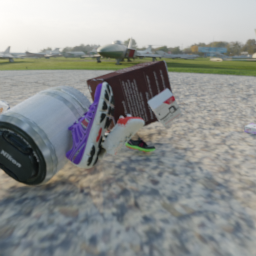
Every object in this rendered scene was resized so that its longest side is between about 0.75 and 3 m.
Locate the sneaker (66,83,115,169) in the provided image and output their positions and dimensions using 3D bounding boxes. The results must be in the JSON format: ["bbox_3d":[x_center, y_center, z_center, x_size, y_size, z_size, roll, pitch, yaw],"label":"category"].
[{"bbox_3d":[-1.107,-0.139,7.718,1.018,2.440,0.984,18,-6,16],"label":"sneaker"}]

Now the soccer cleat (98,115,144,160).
[{"bbox_3d":[-0.296,0.306,7.964,0.705,0.875,2.053,21,-34,-38],"label":"soccer cleat"}]

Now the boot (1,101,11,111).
[{"bbox_3d":[-4.228,-0.124,9.501,0.701,1.553,0.565,46,44,18],"label":"boot"}]

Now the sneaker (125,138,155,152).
[{"bbox_3d":[0.494,0.623,10.544,1.168,0.489,0.448,15,-10,-7],"label":"sneaker"}]

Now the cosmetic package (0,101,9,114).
[{"bbox_3d":[-4.531,0.291,7.914,0.668,2.640,1.090,32,-1,-1],"label":"cosmetic package"}]

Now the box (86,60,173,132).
[{"bbox_3d":[0.119,-1.385,12.374,2.928,2.405,2.429,-21,17,-18],"label":"box"}]

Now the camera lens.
[{"bbox_3d":[-2.561,0.161,8.628,2.303,2.303,2.879,8,32,24],"label":"camera lens"}]

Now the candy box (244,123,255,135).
[{"bbox_3d":[5.994,0.056,13.196,0.844,0.302,0.708,-14,22,-40],"label":"candy box"}]

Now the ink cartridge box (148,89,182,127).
[{"bbox_3d":[1.269,-0.658,9.486,0.807,1.111,0.463,-36,48,2],"label":"ink cartridge box"}]
